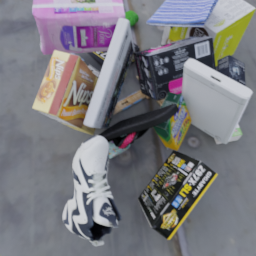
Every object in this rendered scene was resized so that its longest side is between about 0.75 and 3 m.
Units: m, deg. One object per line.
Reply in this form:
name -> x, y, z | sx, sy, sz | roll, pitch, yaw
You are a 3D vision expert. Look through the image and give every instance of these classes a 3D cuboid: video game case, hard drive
video game case -> -0.436, -1.286, 7.814 | 0.316, 2.460, 2.706 | 19, 90, 5
hard drive -> 2.251, -0.607, 7.736 | 1.723, 2.612, 0.349 | 35, 74, 22

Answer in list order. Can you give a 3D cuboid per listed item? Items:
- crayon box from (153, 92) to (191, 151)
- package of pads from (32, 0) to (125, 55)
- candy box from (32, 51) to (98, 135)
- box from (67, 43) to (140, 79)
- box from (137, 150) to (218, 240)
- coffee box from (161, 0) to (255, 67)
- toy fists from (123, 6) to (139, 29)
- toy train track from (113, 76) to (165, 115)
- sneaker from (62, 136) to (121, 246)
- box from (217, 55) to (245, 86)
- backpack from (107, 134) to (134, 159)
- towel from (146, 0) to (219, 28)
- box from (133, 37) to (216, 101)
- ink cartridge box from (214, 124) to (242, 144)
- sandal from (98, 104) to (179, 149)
crayon box -> 1.353, -0.087, 8.208 | 0.456, 1.767, 1.111 | 19, 72, 30
package of pads -> -1.438, -3.066, 8.487 | 2.614, 1.575, 0.989 | -5, 65, -10
candy box -> -1.378, -0.783, 7.495 | 0.710, 2.568, 1.482 | 16, 82, 15
box -> -1.207, -2.884, 10.520 | 2.614, 0.642, 2.107 | 39, 70, 19
box -> 1.078, 1.499, 6.936 | 0.549, 2.223, 1.775 | 39, 87, -6
coffee box -> 2.719, -3.464, 9.947 | 2.070, 2.067, 2.047 | -35, 66, -22
toy fists -> -0.347, -4.586, 11.517 | 0.806, 0.543, 1.580 | -36, 66, -25
toy train track -> 0.366, -1.197, 9.737 | 2.703, 0.440, 1.550 | -31, 66, -15
sneaker -> -0.646, 1.534, 6.460 | 1.606, 0.985, 2.468 | 23, 95, 46
box -> 3.115, -1.655, 8.449 | 0.767, 0.458, 0.780 | 15, 71, -31
backpack -> -0.337, 0.466, 8.593 | 1.025, 0.855, 0.649 | -30, 88, -4
towel -> 1.628, -3.442, 8.023 | 1.611, 0.265, 2.225 | 10, 44, 22
box -> 1.422, -1.884, 8.584 | 2.127, 1.405, 1.220 | -20, 23, -15
ink cartridge box -> 3.076, -0.194, 9.181 | 0.769, 0.442, 1.313 | -10, 63, -4
sandal -> 0.128, 0.129, 7.428 | 1.103, 2.937, 0.662 | -41, 108, -45
